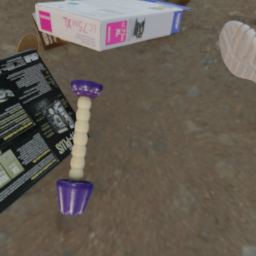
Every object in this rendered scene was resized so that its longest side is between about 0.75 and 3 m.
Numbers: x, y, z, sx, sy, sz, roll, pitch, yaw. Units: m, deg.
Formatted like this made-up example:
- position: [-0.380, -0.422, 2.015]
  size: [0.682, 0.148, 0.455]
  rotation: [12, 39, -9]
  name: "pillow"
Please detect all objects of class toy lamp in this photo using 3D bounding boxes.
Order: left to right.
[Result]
- position: [-0.891, 0.365, 5.179]
  size: [0.699, 0.699, 2.402]
  rotation: [7, 84, 4]
  name: "toy lamp"

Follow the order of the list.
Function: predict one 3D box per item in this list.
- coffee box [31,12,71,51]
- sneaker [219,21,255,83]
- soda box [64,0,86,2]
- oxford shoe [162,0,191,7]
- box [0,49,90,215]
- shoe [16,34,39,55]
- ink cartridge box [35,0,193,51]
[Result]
- position: [-2.401, -3.863, 10.515]
  size: [2.069, 1.183, 0.825]
  rotation: [-22, 62, -12]
  name: "coffee box"
- position: [3.664, -1.687, 6.994]
  size: [1.661, 1.150, 2.964]
  rotation: [-13, 53, -23]
  name: "sneaker"
- position: [-1.079, -3.484, 7.354]
  size: [0.647, 2.041, 0.697]
  rotation: [27, 75, -30]
  name: "soda box"
- position: [1.624, -4.420, 11.037]
  size: [2.714, 0.986, 1.146]
  rotation: [-41, 69, -9]
  name: "oxford shoe"
- position: [-2.455, 0.052, 5.408]
  size: [2.322, 1.221, 2.835]
  rotation: [59, 37, -12]
  name: "box"
- position: [-2.756, -1.742, 7.607]
  size: [0.563, 0.429, 1.609]
  rotation: [10, 89, -16]
  name: "shoe"
- position: [-0.140, -2.306, 5.893]
  size: [1.772, 0.623, 2.970]
  rotation: [27, 40, 32]
  name: "ink cartridge box"
